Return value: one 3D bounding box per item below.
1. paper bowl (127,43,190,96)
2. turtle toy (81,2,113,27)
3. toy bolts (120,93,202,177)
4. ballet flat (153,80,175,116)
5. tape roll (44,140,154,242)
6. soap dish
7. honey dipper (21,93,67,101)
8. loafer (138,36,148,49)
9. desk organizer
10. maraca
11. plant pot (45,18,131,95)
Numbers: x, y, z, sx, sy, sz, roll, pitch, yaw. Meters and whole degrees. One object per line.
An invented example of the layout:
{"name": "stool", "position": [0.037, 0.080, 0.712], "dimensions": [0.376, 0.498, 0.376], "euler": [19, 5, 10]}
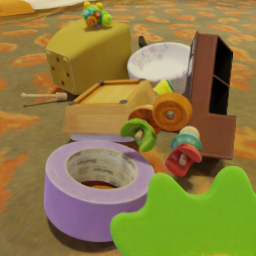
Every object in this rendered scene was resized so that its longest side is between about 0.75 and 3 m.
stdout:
{"name": "paper bowl", "position": [1.041, -1.600, 8.332], "dimensions": [2.010, 1.045, 2.010], "euler": [-7, 43, 7]}
{"name": "turtle toy", "position": [-0.887, -3.138, 7.931], "dimensions": [0.930, 0.678, 0.470], "euler": [6, 60, 3]}
{"name": "toy bolts", "position": [0.770, -0.039, 4.703], "dimensions": [1.360, 1.299, 0.943], "euler": [40, 36, -7]}
{"name": "ballet flat", "position": [1.078, -0.467, 6.724], "dimensions": [0.494, 1.473, 0.492], "euler": [-31, 20, 8]}
{"name": "tape roll", "position": [-0.471, 0.927, 4.588], "dimensions": [1.724, 0.733, 1.724], "euler": [8, 26, -4]}
{"name": "soap dish", "position": [-0.360, -0.504, 6.689], "dimensions": [1.699, 0.877, 2.159], "euler": [1, 27, 19]}
{"name": "honey dipper", "position": [-2.406, -0.906, 8.055], "dimensions": [1.261, 0.240, 0.240], "euler": [-3, 31, -24]}
{"name": "loafer", "position": [0.660, -2.810, 10.004], "dimensions": [0.371, 1.056, 0.358], "euler": [-17, 0, 31]}
{"name": "desk organizer", "position": [1.657, -0.600, 5.716], "dimensions": [0.943, 2.450, 0.878], "euler": [7, -4, 5]}
{"name": "maraca", "position": [0.696, 1.647, 2.131], "dimensions": [1.820, 2.654, 1.420], "euler": [-6, -10, 3]}
{"name": "plant pot", "position": [-1.301, -2.070, 8.606], "dimensions": [1.990, 1.977, 2.036], "euler": [28, 46, 36]}
